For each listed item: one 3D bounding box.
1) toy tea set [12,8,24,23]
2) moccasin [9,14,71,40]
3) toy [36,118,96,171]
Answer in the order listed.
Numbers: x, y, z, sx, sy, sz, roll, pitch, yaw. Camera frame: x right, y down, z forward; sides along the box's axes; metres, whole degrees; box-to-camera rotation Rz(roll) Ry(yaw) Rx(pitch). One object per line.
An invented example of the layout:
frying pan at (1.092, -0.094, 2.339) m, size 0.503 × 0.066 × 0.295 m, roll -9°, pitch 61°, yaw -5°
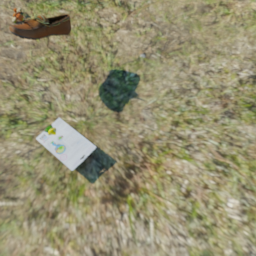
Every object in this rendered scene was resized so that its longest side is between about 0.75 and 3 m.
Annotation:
toy tea set at (-4.738, -4.874, 12.137) m, size 0.509 × 0.317 × 0.857 m, roll -20°, pitch 60°, yaw 23°
moccasin at (-2.791, -3.352, 9.093) m, size 2.107 × 0.813 × 0.771 m, roll -19°, pitch 45°, yaw -33°
toy at (-1.938, 0.538, 8.815) m, size 1.772 × 0.418 × 1.020 m, roll 36°, pitch 69°, yaw 22°
